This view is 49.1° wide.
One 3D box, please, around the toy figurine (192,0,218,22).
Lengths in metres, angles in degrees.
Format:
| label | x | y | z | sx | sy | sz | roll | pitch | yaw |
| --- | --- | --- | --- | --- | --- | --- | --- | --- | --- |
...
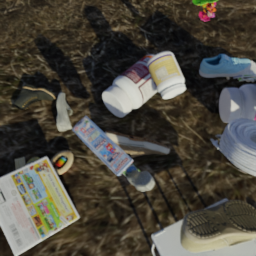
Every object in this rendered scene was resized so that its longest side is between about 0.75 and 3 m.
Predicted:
| label | x | y | z | sx | sy | sz | roll | pitch | yaw |
| --- | --- | --- | --- | --- | --- | --- | --- | --- | --- |
| toy figurine | 2.998 | -4.481 | 10.591 | 1.005 | 0.925 | 0.755 | 19 | 64 | 35 |

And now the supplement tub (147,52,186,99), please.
| label | x | y | z | sx | sy | sz | roll | pitch | yaw |
| --- | --- | --- | --- | --- | --- | --- | --- | --- | --- |
| supplement tub | 1.290 | -1.748 | 9.397 | 0.977 | 0.977 | 1.343 | -18 | 77 | -12 |

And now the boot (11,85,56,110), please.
| label | x | y | z | sx | sy | sz | roll | pitch | yaw |
| --- | --- | --- | --- | --- | --- | --- | --- | --- | --- |
| boot | -3.933 | -1.112 | 11.706 | 1.654 | 0.640 | 1.144 | 12 | 60 | 24 |

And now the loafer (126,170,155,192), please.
| label | x | y | z | sx | sy | sz | roll | pitch | yaw |
| --- | --- | --- | --- | --- | --- | --- | --- | --- | --- |
| loafer | 0.380 | 1.376 | 7.106 | 0.482 | 1.380 | 0.483 | 45 | 79 | -11 |

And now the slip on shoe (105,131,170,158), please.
| label | x | y | z | sx | sy | sz | roll | pitch | yaw |
| --- | --- | --- | --- | --- | --- | --- | --- | --- | --- |
| slip on shoe | 0.266 | 0.734 | 10.322 | 2.459 | 0.935 | 0.745 | 12 | 97 | -2 |

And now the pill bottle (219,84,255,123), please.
| label | x | y | z | sx | sy | sz | roll | pitch | yaw |
| --- | --- | --- | --- | --- | --- | --- | --- | --- | --- |
| pill bottle | 5.145 | -0.885 | 10.857 | 2.844 | 1.612 | 1.612 | -1 | 55 | 0 |

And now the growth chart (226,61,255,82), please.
| label | x | y | z | sx | sy | sz | roll | pitch | yaw |
| --- | --- | --- | --- | --- | --- | --- | --- | --- | --- |
| growth chart | 5.378 | -2.622 | 12.945 | 1.998 | 0.177 | 1.446 | 2 | 56 | 1 |

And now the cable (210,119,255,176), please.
| label | x | y | z | sx | sy | sz | roll | pitch | yaw |
| --- | --- | --- | --- | --- | --- | --- | --- | --- | --- |
| cable | 3.695 | 0.510 | 7.733 | 2.192 | 0.759 | 2.192 | -4 | 32 | -14 |

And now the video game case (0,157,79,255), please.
| label | x | y | z | sx | sy | sz | roll | pitch | yaw |
| --- | --- | --- | --- | --- | --- | --- | --- | --- | --- |
| video game case | -3.034 | 2.371 | 8.868 | 2.129 | 0.268 | 2.339 | -26 | 76 | -26 |

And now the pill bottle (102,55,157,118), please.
| label | x | y | z | sx | sy | sz | roll | pitch | yaw |
| --- | --- | --- | --- | --- | --- | --- | --- | --- | --- |
| pill bottle | 0.327 | -1.721 | 11.511 | 1.502 | 1.502 | 2.741 | 38 | 64 | 23 |

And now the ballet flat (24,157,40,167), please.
| label | x | y | z | sx | sy | sz | roll | pitch | yaw |
| --- | --- | --- | --- | --- | --- | --- | --- | --- | --- |
| ballet flat | -3.426 | 1.815 | 9.564 | 0.740 | 0.740 | 2.095 | 5 | 55 | 4 |

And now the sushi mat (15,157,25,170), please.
| label | x | y | z | sx | sy | sz | roll | pitch | yaw |
| --- | --- | --- | --- | --- | --- | --- | --- | --- | --- |
| sushi mat | -3.923 | 1.430 | 10.219 | 0.367 | 0.046 | 0.767 | -15 | 57 | -12 |

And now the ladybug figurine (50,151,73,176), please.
| label | x | y | z | sx | sy | sz | roll | pitch | yaw |
| --- | --- | --- | --- | --- | --- | --- | --- | --- | --- |
| ladybug figurine | -2.403 | 1.287 | 10.102 | 0.740 | 0.392 | 1.090 | 31 | 61 | 19 |

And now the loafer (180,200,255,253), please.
| label | x | y | z | sx | sy | sz | roll | pitch | yaw |
| --- | --- | --- | --- | --- | --- | --- | --- | --- | --- |
| loafer | 2.368 | 2.535 | 7.176 | 2.704 | 0.923 | 1.023 | 4 | 43 | -26 |

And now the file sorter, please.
| label | x | y | z | sx | sy | sz | roll | pitch | yaw |
| --- | --- | --- | --- | --- | --- | --- | --- | --- | --- |
| file sorter | 2.082 | 3.485 | 7.883 | 2.461 | 1.533 | 1.708 | -21 | 56 | -14 |

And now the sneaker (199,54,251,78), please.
| label | x | y | z | sx | sy | sz | roll | pitch | yaw |
| --- | --- | --- | --- | --- | --- | --- | --- | --- | --- |
| sneaker | 4.371 | -2.837 | 12.463 | 2.309 | 0.946 | 0.853 | -10 | 56 | 3 |

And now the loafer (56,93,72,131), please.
| label | x | y | z | sx | sy | sz | roll | pitch | yaw |
| --- | --- | --- | --- | --- | --- | --- | --- | --- | --- |
| loafer | -2.569 | -0.665 | 11.360 | 0.620 | 0.621 | 1.776 | -4 | 63 | -7 |

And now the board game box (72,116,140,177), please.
| label | x | y | z | sx | sy | sz | roll | pitch | yaw |
| --- | --- | --- | --- | --- | --- | --- | --- | --- | --- |
| board game box | -0.437 | 0.775 | 7.664 | 0.575 | 1.863 | 1.862 | -44 | 48 | -7 |
